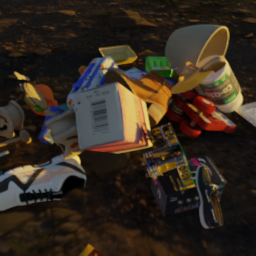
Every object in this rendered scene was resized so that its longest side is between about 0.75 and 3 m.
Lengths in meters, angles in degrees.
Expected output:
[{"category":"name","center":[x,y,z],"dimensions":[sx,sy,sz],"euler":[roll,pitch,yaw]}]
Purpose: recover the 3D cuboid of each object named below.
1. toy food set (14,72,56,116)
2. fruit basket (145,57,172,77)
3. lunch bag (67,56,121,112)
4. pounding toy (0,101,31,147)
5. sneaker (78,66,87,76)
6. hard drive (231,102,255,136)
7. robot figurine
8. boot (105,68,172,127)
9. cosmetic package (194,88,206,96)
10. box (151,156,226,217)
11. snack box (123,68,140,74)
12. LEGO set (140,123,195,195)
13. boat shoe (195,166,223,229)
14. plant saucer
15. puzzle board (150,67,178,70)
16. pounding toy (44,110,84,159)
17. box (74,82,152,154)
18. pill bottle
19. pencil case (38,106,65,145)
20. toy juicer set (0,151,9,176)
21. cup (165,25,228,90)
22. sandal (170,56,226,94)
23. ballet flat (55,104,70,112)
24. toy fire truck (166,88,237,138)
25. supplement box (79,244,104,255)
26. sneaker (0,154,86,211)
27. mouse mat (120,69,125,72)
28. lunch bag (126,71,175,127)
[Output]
[{"category":"toy food set","center":[-3.024,-0.953,8.926],"dimensions":[0.331,1.648,1.138],"euler":[-37,0,3]},{"category":"fruit basket","center":[1.672,-3.406,14.950],"dimensions":[1.605,1.158,1.605],"euler":[0,56,0]},{"category":"lunch bag","center":[-1.013,-1.200,9.908],"dimensions":[0.927,1.966,2.453],"euler":[5,56,37]},{"category":"pounding toy","center":[-4.830,-0.188,10.507],"dimensions":[2.387,1.365,1.369],"euler":[13,40,17]},{"category":"sneaker","center":[-1.286,-2.014,10.815],"dimensions":[0.559,1.532,0.591],"euler":[-45,62,12]},{"category":"hard drive","center":[5.469,-0.279,11.415],"dimensions":[1.482,0.401,2.121],"euler":[-14,39,-18]},{"category":"robot figurine","center":[-3.756,-1.244,12.146],"dimensions":[1.246,1.010,1.733],"euler":[-12,40,-14]},{"category":"boot","center":[0.473,-1.525,10.020],"dimensions":[0.963,2.613,2.021],"euler":[-20,31,47]},{"category":"cosmetic package","center":[3.463,-2.885,13.027],"dimensions":[1.328,2.487,1.122],"euler":[17,41,21]},{"category":"box","center":[1.746,1.704,8.381],"dimensions":[1.878,0.996,1.148],"euler":[-11,40,-13]},{"category":"snack box","center":[0.136,-2.557,14.329],"dimensions":[1.410,0.374,1.003],"euler":[-27,46,-30]},{"category":"LEGO set","center":[0.904,0.849,7.535],"dimensions":[1.139,1.511,1.965],"euler":[-21,47,6]},{"category":"boat shoe","center":[2.108,1.747,7.254],"dimensions":[0.486,0.595,1.612],"euler":[-22,55,39]},{"category":"plant saucer","center":[-0.629,-4.182,16.352],"dimensions":[1.855,0.449,1.855],"euler":[-10,39,-14]},{"category":"puzzle board","center":[1.279,-2.093,9.867],"dimensions":[0.925,0.107,1.228],"euler":[1,12,9]},{"category":"pounding toy","center":[-1.807,0.061,8.451],"dimensions":[1.266,2.214,1.270],"euler":[-35,70,5]},{"category":"box","center":[-0.333,-0.154,8.021],"dimensions":[1.308,2.400,1.535],"euler":[-12,79,19]},{"category":"pill bottle","center":[3.620,-1.649,11.049],"dimensions":[1.294,2.288,1.294],"euler":[-23,48,28]},{"category":"pencil case","center":[-2.859,-0.129,10.378],"dimensions":[0.569,0.633,1.458],"euler":[0,67,42]},{"category":"toy juicer set","center":[-4.708,1.878,8.559],"dimensions":[1.622,0.694,2.550],"euler":[-11,39,16]},{"category":"cup","center":[2.560,-3.040,11.249],"dimensions":[1.797,2.513,2.513],"euler":[31,47,28]},{"category":"sandal","center":[2.173,-1.877,9.105],"dimensions":[0.782,2.133,0.702],"euler":[2,68,-37]},{"category":"ballet flat","center":[-2.031,-0.739,11.553],"dimensions":[2.178,0.733,0.767],"euler":[-18,84,-20]},{"category":"toy fire truck","center":[2.912,-0.662,11.349],"dimensions":[2.114,1.411,2.517],"euler":[6,32,-34]},{"category":"supplement box","center":[-0.522,3.505,5.729],"dimensions":[1.463,1.443,0.972],"euler":[24,44,27]},{"category":"sneaker","center":[-2.629,1.722,8.314],"dimensions":[2.977,1.097,1.191],"euler":[-22,45,-25]},{"category":"mouse mat","center":[-0.698,-2.945,15.102],"dimensions":[1.081,0.051,1.343],"euler":[-28,45,-31]},{"category":"lunch bag","center":[0.415,-1.398,11.975],"dimensions":[2.432,1.506,2.068],"euler":[25,46,19]}]
